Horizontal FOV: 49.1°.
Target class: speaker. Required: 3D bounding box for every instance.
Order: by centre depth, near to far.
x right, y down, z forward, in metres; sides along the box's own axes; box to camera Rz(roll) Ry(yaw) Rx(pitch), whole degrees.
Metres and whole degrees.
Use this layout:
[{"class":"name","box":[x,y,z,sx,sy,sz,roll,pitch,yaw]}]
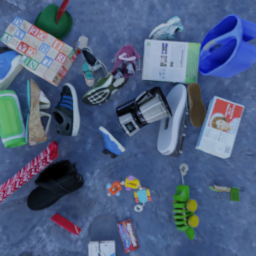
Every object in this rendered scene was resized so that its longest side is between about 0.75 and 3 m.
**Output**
[{"class":"speaker","box":[-4.573,-0.336,10.859,0.933,0.933,2.110,-16,80,-3]}]

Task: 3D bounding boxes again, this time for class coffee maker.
[{"class":"coffee maker","box":[0.589,-0.632,10.616,1.872,1.798,1.261,-27,94,13]}]

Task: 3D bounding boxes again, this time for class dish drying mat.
[{"class":"dish drying mat","box":[-2.288,3.562,10.358,1.168,0.448,0.106,30,106,8]}]

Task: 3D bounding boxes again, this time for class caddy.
[{"class":"caddy","box":[3.603,-3.001,10.553,1.418,2.702,1.910,8,79,-16]}]

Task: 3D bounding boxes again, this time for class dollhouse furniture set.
[{"class":"dollhouse furniture set","box":[3.551,2.459,10.456,0.968,0.634,0.486,7,74,-1]}]

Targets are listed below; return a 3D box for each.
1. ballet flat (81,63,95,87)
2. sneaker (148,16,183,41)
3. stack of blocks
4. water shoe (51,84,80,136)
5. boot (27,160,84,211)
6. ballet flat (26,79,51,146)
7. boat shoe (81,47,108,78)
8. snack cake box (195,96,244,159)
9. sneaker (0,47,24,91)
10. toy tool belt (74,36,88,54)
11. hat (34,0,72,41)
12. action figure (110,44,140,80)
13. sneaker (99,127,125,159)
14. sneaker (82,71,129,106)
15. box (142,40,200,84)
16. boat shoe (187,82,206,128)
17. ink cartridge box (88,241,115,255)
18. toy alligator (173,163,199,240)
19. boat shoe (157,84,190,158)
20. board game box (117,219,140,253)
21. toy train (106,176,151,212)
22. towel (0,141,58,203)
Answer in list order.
[{"class":"ballet flat","box":[-1.607,-2.130,11.281,0.482,0.476,1.417,-8,42,-5]},{"class":"sneaker","box":[1.589,-3.972,11.669,1.655,0.642,0.714,-34,84,-6]},{"class":"stack of blocks","box":[-3.703,-3.087,11.367,2.743,0.803,1.579,31,85,5]},{"class":"water shoe","box":[-2.423,-0.774,10.585,0.933,0.845,2.365,-1,55,-26]},{"class":"boot","box":[-2.712,2.032,9.810,2.412,1.976,0.893,-25,68,-6]},{"class":"ballet flat","box":[-3.474,-0.623,10.873,0.901,0.973,2.759,0,70,-17]},{"class":"boat shoe","box":[-1.277,-2.436,10.607,0.520,0.430,1.389,-28,112,13]},{"class":"snack cake box","box":[3.546,-0.009,10.891,1.211,0.708,2.106,20,80,5]},{"class":"sneaker","box":[-5.290,-2.269,11.208,1.244,0.858,2.235,34,77,0]},{"class":"toy tool belt","box":[-1.991,-3.445,11.694,0.485,0.477,0.777,23,95,-30]},{"class":"hat","box":[-3.146,-4.674,11.232,1.619,1.721,1.955,32,81,6]},{"class":"action figure","box":[-0.147,-2.707,10.655,1.199,1.333,1.790,6,55,7]},{"class":"sneaker","box":[-0.810,0.623,10.762,0.731,0.505,1.315,-44,104,-2]},{"class":"sneaker","box":[-0.985,-1.701,11.312,2.122,0.816,0.940,-35,45,0]},{"class":"box","box":[1.711,-2.633,11.281,2.220,0.403,1.602,4,96,-1]},{"class":"boat shoe","box":[2.627,-0.921,11.113,0.641,0.639,1.776,-13,100,0]},{"class":"ink cartridge box","box":[-0.955,4.531,10.213,0.938,0.393,0.680,-3,80,-1]},{"class":"toy alligator","box":[1.928,2.701,10.135,0.752,0.822,2.772,-3,85,-37]},{"class":"boat shoe","box":[1.924,-0.247,10.816,0.977,1.031,2.948,28,61,-30]},{"class":"board game box","box":[0.001,4.033,10.457,0.561,0.106,1.089,-18,80,-4]},{"class":"toy train","box":[0.064,2.325,10.360,1.613,0.449,1.211,38,112,-11]},{"class":"towel","box":[-3.661,1.565,9.931,2.923,2.114,0.329,-40,103,-7]}]
